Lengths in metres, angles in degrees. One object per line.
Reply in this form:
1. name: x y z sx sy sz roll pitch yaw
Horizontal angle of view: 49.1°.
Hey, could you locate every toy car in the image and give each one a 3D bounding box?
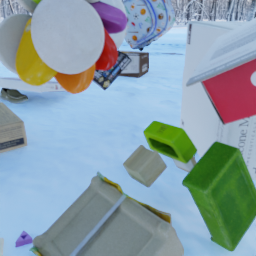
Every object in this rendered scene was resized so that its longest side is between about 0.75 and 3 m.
1. toy car: -0.974 -2.011 5.177 2.115 2.821 2.469 13 -2 -43

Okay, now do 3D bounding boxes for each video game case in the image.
1. video game case: -3.746 -1.692 10.727 2.937 0.338 2.676 9 11 17

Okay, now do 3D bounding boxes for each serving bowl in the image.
1. serving bowl: -1.132 -2.836 7.349 2.186 2.186 0.719 2 6 4

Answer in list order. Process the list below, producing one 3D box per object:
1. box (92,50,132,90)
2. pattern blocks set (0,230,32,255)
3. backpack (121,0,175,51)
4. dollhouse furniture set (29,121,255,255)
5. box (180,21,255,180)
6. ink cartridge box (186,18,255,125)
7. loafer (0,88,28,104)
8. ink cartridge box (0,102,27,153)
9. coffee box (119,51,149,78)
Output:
1. box: -0.584 -1.702 7.924 1.117 0.280 1.126 -49 39 0
2. pattern blocks set: -2.147 1.855 3.648 1.808 0.147 1.590 -15 27 -30
3. backpack: 0.550 -3.663 9.241 1.793 1.883 1.450 -20 16 31
4. dollhouse furniture set: 0.301 1.413 4.084 2.749 1.379 1.801 -45 35 -19
5. box: 2.501 -0.793 6.240 1.905 2.899 2.914 -3 24 -5
6. ink cartridge box: 1.760 -0.788 2.853 1.912 0.802 1.679 -20 20 41
7. loafer: -4.237 -1.219 10.281 1.340 0.467 0.504 12 26 26
8. ink cartridge box: -3.676 0.034 7.076 1.599 0.729 1.942 -18 29 -33
9. coffee box: -0.431 -3.370 14.437 2.690 1.072 1.538 9 25 20
